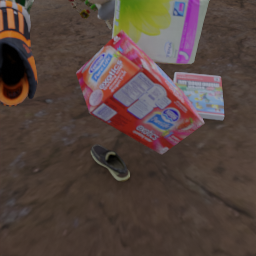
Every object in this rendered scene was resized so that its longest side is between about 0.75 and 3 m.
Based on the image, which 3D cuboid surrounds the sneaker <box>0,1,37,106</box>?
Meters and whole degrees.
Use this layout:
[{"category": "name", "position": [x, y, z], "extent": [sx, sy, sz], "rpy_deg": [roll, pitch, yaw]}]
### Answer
[{"category": "sneaker", "position": [-2.192, -0.840, 5.050], "extent": [0.962, 2.480, 1.389], "rpy_deg": [-4, 61, -21]}]

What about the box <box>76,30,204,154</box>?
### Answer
[{"category": "box", "position": [0.324, -0.562, 5.604], "extent": [1.222, 2.451, 1.170], "rpy_deg": [-38, 50, 19]}]

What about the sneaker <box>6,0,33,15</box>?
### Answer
[{"category": "sneaker", "position": [-2.815, -2.812, 7.060], "extent": [0.787, 2.047, 0.907], "rpy_deg": [4, 7, -25]}]

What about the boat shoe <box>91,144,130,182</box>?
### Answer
[{"category": "boat shoe", "position": [-0.485, 0.831, 7.618], "extent": [0.542, 0.480, 1.480], "rpy_deg": [-32, 51, -31]}]

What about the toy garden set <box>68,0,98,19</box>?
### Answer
[{"category": "toy garden set", "position": [-1.528, -4.402, 9.884], "extent": [1.009, 1.210, 0.241], "rpy_deg": [-28, 67, 25]}]

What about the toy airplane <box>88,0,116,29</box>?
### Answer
[{"category": "toy airplane", "position": [0.454, -3.623, 8.505], "extent": [2.775, 1.958, 2.763], "rpy_deg": [12, 22, 7]}]

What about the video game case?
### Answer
[{"category": "video game case", "position": [2.489, -1.232, 10.138], "extent": [1.789, 0.218, 2.502], "rpy_deg": [7, 42, 8]}]

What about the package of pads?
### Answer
[{"category": "package of pads", "position": [0.592, -2.036, 5.725], "extent": [1.805, 1.394, 0.615], "rpy_deg": [1, 30, -13]}]
